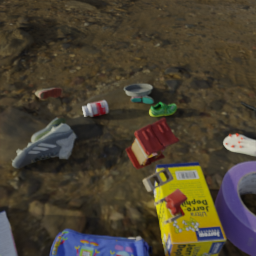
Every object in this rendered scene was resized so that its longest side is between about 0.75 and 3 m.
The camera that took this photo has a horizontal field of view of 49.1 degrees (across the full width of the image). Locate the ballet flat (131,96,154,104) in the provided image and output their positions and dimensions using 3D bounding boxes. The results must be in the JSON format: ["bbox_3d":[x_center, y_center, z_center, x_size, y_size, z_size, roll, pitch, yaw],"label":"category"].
[{"bbox_3d":[0.731,-1.493,14.385,1.189,0.411,0.423,3,38,9],"label":"ballet flat"}]

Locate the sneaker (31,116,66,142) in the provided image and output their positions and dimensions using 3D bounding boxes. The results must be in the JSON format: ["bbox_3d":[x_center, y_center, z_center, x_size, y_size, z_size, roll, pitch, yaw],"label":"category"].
[{"bbox_3d":[-3.259,0.248,12.271,0.836,0.624,1.862,31,50,21],"label":"sneaker"}]

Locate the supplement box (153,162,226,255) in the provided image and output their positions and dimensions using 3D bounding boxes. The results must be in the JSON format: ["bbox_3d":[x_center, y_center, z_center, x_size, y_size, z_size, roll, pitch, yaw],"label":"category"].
[{"bbox_3d":[1.760,2.622,8.816,1.513,1.503,2.762,-3,41,-4],"label":"supplement box"}]

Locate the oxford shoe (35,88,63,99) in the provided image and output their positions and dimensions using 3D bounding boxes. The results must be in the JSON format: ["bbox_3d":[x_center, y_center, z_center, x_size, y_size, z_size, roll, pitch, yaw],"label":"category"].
[{"bbox_3d":[-3.179,-1.449,11.302,0.433,0.416,1.174,25,25,33],"label":"oxford shoe"}]

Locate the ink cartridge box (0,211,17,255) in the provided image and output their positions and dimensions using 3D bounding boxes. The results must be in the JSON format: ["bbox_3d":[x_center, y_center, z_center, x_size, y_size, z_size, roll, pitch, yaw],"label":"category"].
[{"bbox_3d":[-4.043,3.555,8.644,0.910,0.356,1.922,-20,47,-21],"label":"ink cartridge box"}]

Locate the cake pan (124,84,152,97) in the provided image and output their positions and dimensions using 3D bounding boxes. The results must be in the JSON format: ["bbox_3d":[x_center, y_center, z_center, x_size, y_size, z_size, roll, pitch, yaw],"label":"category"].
[{"bbox_3d":[0.535,-1.981,14.745,1.501,0.275,1.501,-4,25,2],"label":"cake pan"}]

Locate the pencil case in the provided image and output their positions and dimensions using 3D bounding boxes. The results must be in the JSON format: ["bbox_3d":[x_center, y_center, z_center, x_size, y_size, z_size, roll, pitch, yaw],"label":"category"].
[{"bbox_3d":[-0.746,3.599,7.931,2.849,1.112,1.238,5,78,6],"label":"pencil case"}]

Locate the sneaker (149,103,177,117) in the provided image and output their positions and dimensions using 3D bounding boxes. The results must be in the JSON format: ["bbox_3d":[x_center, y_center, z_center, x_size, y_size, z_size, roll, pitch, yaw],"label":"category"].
[{"bbox_3d":[1.732,-0.924,13.554,1.439,0.601,0.533,-14,42,-17],"label":"sneaker"}]

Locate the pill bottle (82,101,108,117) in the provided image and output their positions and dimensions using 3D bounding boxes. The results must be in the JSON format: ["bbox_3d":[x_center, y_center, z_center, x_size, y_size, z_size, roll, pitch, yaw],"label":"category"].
[{"bbox_3d":[-1.578,-0.897,13.495,1.146,0.643,0.643,-14,43,-14],"label":"pill bottle"}]

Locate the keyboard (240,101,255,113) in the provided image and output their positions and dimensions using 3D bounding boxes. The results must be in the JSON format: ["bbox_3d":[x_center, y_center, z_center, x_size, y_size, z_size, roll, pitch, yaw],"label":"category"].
[{"bbox_3d":[3.377,-0.288,6.779,0.824,0.134,1.297,16,18,-32],"label":"keyboard"}]

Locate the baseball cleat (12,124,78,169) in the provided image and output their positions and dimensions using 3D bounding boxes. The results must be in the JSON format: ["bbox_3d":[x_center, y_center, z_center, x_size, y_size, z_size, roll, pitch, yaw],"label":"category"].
[{"bbox_3d":[-3.215,0.955,11.176,2.665,0.929,1.418,-41,80,-17],"label":"baseball cleat"}]

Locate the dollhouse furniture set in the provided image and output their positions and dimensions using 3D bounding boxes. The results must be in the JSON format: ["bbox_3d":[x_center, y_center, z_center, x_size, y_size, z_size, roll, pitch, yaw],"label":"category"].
[{"bbox_3d":[0.950,1.114,7.142,0.949,1.256,2.334,-23,73,-22],"label":"dollhouse furniture set"}]

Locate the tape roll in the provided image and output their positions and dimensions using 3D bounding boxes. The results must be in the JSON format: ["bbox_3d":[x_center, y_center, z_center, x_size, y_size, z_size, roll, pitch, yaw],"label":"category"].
[{"bbox_3d":[4.410,2.577,9.076,2.941,1.249,2.941,0,40,0],"label":"tape roll"}]

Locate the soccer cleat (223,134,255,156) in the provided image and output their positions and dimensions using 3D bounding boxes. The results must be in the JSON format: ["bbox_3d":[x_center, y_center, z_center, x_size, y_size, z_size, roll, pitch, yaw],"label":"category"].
[{"bbox_3d":[3.598,0.578,8.243,1.692,0.656,0.586,6,61,56],"label":"soccer cleat"}]
